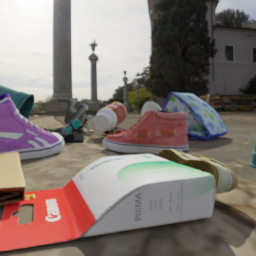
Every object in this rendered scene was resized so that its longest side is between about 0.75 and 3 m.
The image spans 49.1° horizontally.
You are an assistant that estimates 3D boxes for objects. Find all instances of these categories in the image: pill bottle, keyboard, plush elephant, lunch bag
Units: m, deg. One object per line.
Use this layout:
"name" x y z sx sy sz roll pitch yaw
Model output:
"pill bottle" -0.816 -0.471 12.498 1.014 1.014 1.807 2 18 21
"keyboard" -2.770 0.397 10.510 2.281 0.452 1.187 1 27 -3
"plush elephant" -2.273 -0.297 13.359 1.423 1.728 1.338 13 -11 43
"lunch bag" 2.818 -0.345 11.763 2.404 1.532 2.044 38 28 29

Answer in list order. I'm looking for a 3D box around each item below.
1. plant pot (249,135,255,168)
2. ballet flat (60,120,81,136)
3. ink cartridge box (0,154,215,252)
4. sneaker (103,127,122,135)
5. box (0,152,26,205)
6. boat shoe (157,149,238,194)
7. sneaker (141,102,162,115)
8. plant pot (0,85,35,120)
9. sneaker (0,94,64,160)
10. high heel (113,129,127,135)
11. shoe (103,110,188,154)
"plant pot" 3.179 0.263 5.880 1.159 1.135 1.159 -1 3 0
"ballet flat" -2.198 -0.023 10.539 0.395 0.395 1.098 2 24 25
"ink cartridge box" -0.376 0.742 3.525 2.237 0.560 1.800 0 3 -19
"sneaker" -0.766 0.127 12.842 1.227 0.432 0.463 2 7 33
"box" -2.780 0.777 4.313 2.176 0.283 2.661 -3 5 -22
"boat shoe" 0.943 0.695 4.264 0.547 0.610 1.648 13 0 -22
"sneaker" 1.876 -0.383 14.274 1.187 1.117 2.898 16 16 -49
"plant pot" -5.475 -0.968 12.180 1.991 2.033 2.033 25 2 -5
"sneaker" -2.623 -0.036 6.999 1.014 1.595 2.797 0 2 26
"high heel" 0.038 0.272 11.103 1.276 0.430 0.613 15 12 35
"shoe" 0.435 0.081 7.944 2.615 1.189 0.934 2 5 30
